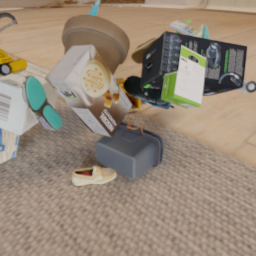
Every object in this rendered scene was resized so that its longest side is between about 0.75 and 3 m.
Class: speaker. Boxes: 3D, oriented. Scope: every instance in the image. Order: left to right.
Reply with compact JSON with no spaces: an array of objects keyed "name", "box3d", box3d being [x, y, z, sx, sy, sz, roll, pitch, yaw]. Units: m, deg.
[{"name":"speaker","box3d":[3.620,-1.281,8.679,0.370,0.370,0.912,0,10,0]}]

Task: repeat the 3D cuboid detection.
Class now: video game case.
[{"name":"video game case","box3d":[1.839,-3.115,8.888,0.922,0.112,1.012,28,32,7]}]

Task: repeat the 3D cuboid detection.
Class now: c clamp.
[{"name":"c clamp","box3d":[-4.258,-3.440,9.443,1.084,0.172,1.269,28,58,13]}]

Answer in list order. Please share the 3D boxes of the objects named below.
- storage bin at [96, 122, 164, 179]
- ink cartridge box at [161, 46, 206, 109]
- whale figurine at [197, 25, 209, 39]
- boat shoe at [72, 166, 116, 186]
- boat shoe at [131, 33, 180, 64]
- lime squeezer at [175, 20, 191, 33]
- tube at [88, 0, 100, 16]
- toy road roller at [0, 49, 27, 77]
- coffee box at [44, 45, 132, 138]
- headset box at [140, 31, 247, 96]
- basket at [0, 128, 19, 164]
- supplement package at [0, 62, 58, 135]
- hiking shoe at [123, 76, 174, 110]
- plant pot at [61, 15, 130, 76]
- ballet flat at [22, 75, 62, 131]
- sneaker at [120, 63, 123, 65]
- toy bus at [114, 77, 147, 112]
[{"name":"storage bin","box3d":[-0.042,0.705,9.301,2.040,1.485,1.370,20,35,30]},{"name":"ink cartridge box","box3d":[1.504,-1.310,7.457,1.018,1.378,0.522,15,-10,-34]},{"name":"whale figurine","box3d":[2.935,-2.832,11.223,1.313,2.530,2.012,12,61,6]},{"name":"boat shoe","box3d":[-1.086,1.484,9.000,1.455,0.503,0.536,-9,32,-14]},{"name":"boat shoe","box3d":[1.057,-2.974,10.028,2.069,0.746,0.744,-16,40,37]},{"name":"lime squeezer","box3d":[1.764,-3.225,11.118,0.832,2.356,0.444,16,14,-8]},{"name":"tube","box3d":[-2.077,-5.032,14.078,0.712,2.825,1.094,19,28,-25]},{"name":"toy road roller","box3d":[-3.232,-1.723,7.335,0.604,0.717,0.982,-11,16,33]},{"name":"coffee box","box3d":[-1.117,-1.069,8.668,1.019,2.556,1.462,11,58,40]},{"name":"headset box","box3d":[1.802,-1.889,8.814,2.713,1.259,2.362,7,-1,-12]},{"name":"basket","box3d":[-5.012,0.469,9.270,2.166,1.709,2.457,15,4,25]},{"name":"supplement package","box3d":[-3.437,-1.075,9.198,1.485,1.480,2.531,20,23,2]},{"name":"hiking shoe","box3d":[0.697,-1.279,10.847,2.213,0.959,0.823,33,82,35]},{"name":"plant pot","box3d":[-1.448,-2.466,10.480,2.613,2.613,2.279,9,71,15]},{"name":"ballet flat","box3d":[-2.485,-0.624,7.593,0.706,1.962,0.706,-8,50,10]},{"name":"sneaker","box3d":[-0.758,-3.534,12.368,0.884,1.954,0.649,-5,60,15]},{"name":"toy bus","box3d":[-0.438,-1.746,13.528,2.651,1.370,2.502,10,32,16]}]
